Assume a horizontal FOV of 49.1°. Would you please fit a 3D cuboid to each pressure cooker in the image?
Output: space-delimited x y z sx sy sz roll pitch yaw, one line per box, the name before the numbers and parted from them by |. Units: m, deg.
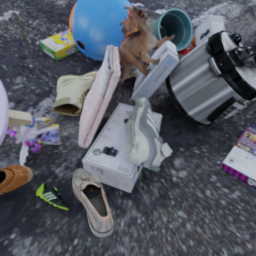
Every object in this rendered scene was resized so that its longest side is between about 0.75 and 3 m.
pressure cooker | 3.035 -1.748 9.376 2.617 2.930 2.577 36 42 -23

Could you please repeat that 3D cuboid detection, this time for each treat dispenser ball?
treat dispenser ball | -1.080 -4.501 12.439 2.993 2.993 2.993 0 47 0

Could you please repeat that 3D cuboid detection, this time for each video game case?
video game case | 4.481 1.103 8.853 2.348 0.420 2.128 30 54 25

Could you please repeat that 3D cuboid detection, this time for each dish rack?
dish rack | 0.559 -2.736 12.463 1.132 0.287 1.319 -22 50 -7

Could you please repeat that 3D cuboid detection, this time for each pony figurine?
pony figurine | -3.170 0.281 9.174 1.793 1.493 1.731 -5 36 -24

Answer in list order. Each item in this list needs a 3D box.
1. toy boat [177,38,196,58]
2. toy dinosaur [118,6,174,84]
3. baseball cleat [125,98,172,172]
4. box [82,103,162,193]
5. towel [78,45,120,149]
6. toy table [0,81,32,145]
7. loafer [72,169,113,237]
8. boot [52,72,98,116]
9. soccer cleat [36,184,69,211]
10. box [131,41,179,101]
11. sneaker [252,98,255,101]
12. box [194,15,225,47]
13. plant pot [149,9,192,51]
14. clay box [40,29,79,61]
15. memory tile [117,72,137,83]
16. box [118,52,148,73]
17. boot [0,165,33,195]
toy boat | 3.044 -3.620 12.794 1.510 0.987 0.985 2 26 -10
toy dinosaur | 0.213 -2.794 9.369 1.866 2.754 1.182 33 47 -13
baseball cleat | 0.605 0.217 8.524 1.439 0.943 2.703 30 41 -19
box | -0.100 0.526 9.122 1.634 0.842 2.801 16 49 15
towel | -0.989 -1.138 9.171 0.456 2.703 2.830 19 28 -14
toy table | -3.943 -0.246 7.343 2.498 1.592 2.718 2 71 -9
loafer | -0.860 1.661 6.943 0.737 0.645 2.051 -11 41 -24
boot | -1.697 -1.314 10.875 2.342 0.844 1.811 -4 46 2
soccer cleat | -2.128 1.972 8.033 1.162 0.392 0.471 22 71 22
box | 0.986 -2.138 10.409 0.529 2.004 2.570 34 25 -13
sneaker | 4.693 -1.324 10.990 1.539 0.611 0.604 -26 37 -22
box | 3.495 -3.392 11.797 0.670 1.300 2.228 -1 78 -17
plant pot | 1.675 -4.252 12.621 1.737 1.737 1.701 -23 16 -21
clay box | -2.957 -4.203 13.797 2.308 0.549 1.326 -34 56 -30
memory tile | -0.067 -2.087 11.606 0.832 0.091 1.085 -20 11 19
box | 0.058 -2.724 11.262 1.048 1.535 0.289 24 78 -22
boot | -3.751 1.588 7.338 2.242 1.741 0.860 -17 83 -1
